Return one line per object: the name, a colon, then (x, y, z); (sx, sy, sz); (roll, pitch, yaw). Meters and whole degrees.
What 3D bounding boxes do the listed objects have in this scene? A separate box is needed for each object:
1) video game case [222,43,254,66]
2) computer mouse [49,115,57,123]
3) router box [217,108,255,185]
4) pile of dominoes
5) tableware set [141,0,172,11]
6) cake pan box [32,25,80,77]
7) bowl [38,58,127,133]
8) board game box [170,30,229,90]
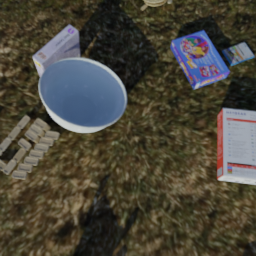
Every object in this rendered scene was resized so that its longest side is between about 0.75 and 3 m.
video game case: (4.462, -3.002, 11.373); (1.061, 0.094, 0.759); (-21, 70, -9)
computer mouse: (-2.108, -0.373, 10.202); (1.624, 0.276, 0.476); (7, 67, 3)
router box: (4.496, 0.687, 9.546); (2.732, 0.667, 2.452); (7, 68, 3)
pile of dominoes: (-3.531, 0.708, 9.743); (1.689, 0.345, 2.167); (30, 76, 22)
tableware set: (1.497, -6.255, 12.486); (1.802, 0.546, 2.726); (16, 62, 19)
cake pan box: (-2.512, -2.619, 10.275); (0.500, 1.759, 1.910); (41, 74, 4)
bowl: (-1.610, -0.908, 9.639); (2.917, 1.311, 2.917); (11, 55, -16)
board game box: (2.785, -2.706, 11.038); (1.432, 0.477, 2.131); (-20, 69, -8)
